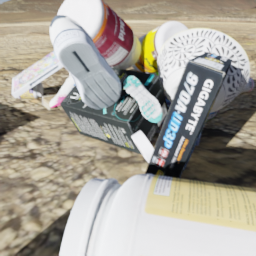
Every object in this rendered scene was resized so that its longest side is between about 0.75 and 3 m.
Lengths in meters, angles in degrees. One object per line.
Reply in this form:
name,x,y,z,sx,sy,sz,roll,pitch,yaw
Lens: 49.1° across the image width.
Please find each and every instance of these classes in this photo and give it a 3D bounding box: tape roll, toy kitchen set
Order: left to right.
toy kitchen set,-2.650,-1.653,11.035,1.620,1.461,1.321,-15,32,-40
tape roll,0.389,0.454,6.675,0.270,0.772,0.772,-33,32,-3

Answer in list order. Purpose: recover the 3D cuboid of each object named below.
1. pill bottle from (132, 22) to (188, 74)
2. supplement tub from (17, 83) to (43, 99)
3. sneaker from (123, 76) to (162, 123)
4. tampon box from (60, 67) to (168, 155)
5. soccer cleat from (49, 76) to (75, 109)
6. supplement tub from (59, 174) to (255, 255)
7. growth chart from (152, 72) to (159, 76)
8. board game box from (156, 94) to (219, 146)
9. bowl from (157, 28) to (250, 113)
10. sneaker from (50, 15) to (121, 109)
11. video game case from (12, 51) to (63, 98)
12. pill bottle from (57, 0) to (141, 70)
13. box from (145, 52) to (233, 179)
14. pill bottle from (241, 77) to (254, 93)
pill bottle,0.974,-2.616,9.616,1.371,1.371,2.509,-12,7,-24
supplement tub,-4.182,-1.611,11.901,1.009,0.733,0.733,-2,26,-4
sneaker,0.414,-0.703,6.731,0.493,1.271,0.580,-33,2,16
tampon box,-0.356,-0.599,8.204,2.395,1.512,1.795,17,60,31
soccer cleat,-2.097,-1.420,10.057,1.927,0.832,0.673,-35,11,-24
supplement tub,0.830,1.712,3.492,2.912,2.117,2.117,6,27,12
growth chart,1.531,-2.310,10.104,0.263,2.149,2.970,12,22,-28
board game box,1.759,-0.421,9.366,2.626,0.810,2.625,-19,33,-34
bowl,1.882,-1.232,7.724,2.644,2.644,1.241,11,49,21
sneaker,-0.829,-1.341,6.113,0.987,2.703,0.957,-21,65,1
video game case,-3.282,-2.258,10.718,2.631,0.237,1.884,-34,33,-2
pill bottle,-0.711,-2.662,8.200,1.475,1.475,2.584,15,1,28
box,1.219,-0.061,5.816,0.655,2.848,2.263,24,25,14
pill bottle,4.947,-1.914,12.588,1.186,0.672,0.672,-6,27,-14
